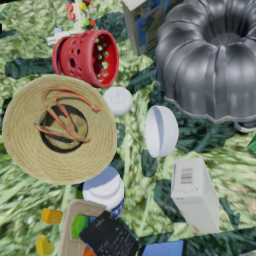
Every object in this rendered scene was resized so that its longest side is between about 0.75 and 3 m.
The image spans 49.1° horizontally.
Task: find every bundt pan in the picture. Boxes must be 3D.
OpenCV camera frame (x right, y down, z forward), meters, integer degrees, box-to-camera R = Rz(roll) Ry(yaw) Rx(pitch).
[{"bbox_3d":[1.841,-1.650,5.296,3.028,1.136,3.028,-11,58,17],"label":"bundt pan"}]

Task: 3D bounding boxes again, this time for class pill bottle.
[{"bbox_3d":[-0.580,1.592,6.747,0.975,1.629,0.975,1,55,-2],"label":"pill bottle"}]

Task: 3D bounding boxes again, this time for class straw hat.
[{"bbox_3d":[-0.966,-0.050,4.347,1.768,1.768,0.748,-3,27,-1],"label":"straw hat"}]

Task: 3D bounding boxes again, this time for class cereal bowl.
[{"bbox_3d":[0.573,0.058,4.541,0.352,0.845,0.845,-1,69,-17],"label":"cereal bowl"},{"bbox_3d":[-0.320,-0.845,8.385,0.922,0.384,0.922,0,71,0],"label":"cereal bowl"}]

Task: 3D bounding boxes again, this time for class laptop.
[{"bbox_3d":[0.158,2.011,5.090,1.619,1.435,0.836,42,99,11],"label":"laptop"}]

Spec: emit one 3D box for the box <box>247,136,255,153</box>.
[{"bbox_3d":[4.299,0.322,7.815,1.189,0.651,1.347,37,74,12],"label":"box"}]

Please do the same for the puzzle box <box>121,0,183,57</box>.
[{"bbox_3d":[0.716,-2.525,6.067,1.650,2.481,0.315,-37,83,2],"label":"puzzle box"}]

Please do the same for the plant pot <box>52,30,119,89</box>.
[{"bbox_3d":[-0.618,-0.990,4.067,0.733,0.805,0.805,8,69,28],"label":"plant pot"}]

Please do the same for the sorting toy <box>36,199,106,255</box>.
[{"bbox_3d":[-0.946,2.033,4.999,0.262,1.956,1.457,5,72,23],"label":"sorting toy"}]

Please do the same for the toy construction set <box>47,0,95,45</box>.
[{"bbox_3d":[-1.396,-2.752,6.556,0.815,1.160,1.769,13,110,28],"label":"toy construction set"}]

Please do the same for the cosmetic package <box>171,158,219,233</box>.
[{"bbox_3d":[1.121,1.128,4.537,0.463,1.302,0.685,-9,44,24],"label":"cosmetic package"}]

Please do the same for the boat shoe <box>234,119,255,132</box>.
[{"bbox_3d":[3.920,-0.687,8.091,2.178,0.678,0.812,-35,59,-12],"label":"boat shoe"}]

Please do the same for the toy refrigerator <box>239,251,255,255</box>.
[{"bbox_3d":[2.610,2.404,4.370,2.581,0.980,0.903,-2,96,-25],"label":"toy refrigerator"}]

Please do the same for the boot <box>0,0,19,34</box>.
[{"bbox_3d":[-2.927,-2.795,6.019,1.813,2.212,0.819,-10,74,12],"label":"boot"}]
